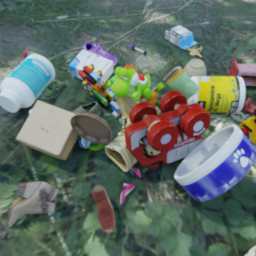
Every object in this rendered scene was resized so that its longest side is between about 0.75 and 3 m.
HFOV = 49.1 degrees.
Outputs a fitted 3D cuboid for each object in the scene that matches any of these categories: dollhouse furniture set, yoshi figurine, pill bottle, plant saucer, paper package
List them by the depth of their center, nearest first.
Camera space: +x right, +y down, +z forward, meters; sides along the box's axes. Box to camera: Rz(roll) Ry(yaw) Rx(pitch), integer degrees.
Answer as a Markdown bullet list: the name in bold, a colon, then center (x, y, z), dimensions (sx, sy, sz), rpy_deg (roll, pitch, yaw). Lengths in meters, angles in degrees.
- **plant saucer**: center (-1.173, -0.009, 9.209), dimensions (1.501, 1.501, 0.259), rpy_deg (14, 55, 12)
- **yoshi figurine**: center (0.109, -1.332, 9.848), dimensions (1.176, 2.093, 1.172), rpy_deg (-16, 64, 29)
- **paper package**: center (-2.745, 0.094, 9.985), dimensions (1.726, 0.893, 1.646), rpy_deg (20, 74, 11)
- **dollhouse furniture set**: center (1.446, -1.152, 10.611), dimensions (1.197, 2.394, 0.924), rpy_deg (48, 54, -1)
- **pill bottle**: center (3.241, -1.357, 11.395), dimensions (2.583, 1.452, 1.452), rpy_deg (1, 48, 6)
- **pill bottle**: center (-4.338, -1.847, 11.869), dimensions (1.451, 1.451, 2.619), rpy_deg (15, 50, 13)
- **dollhouse furniture set**: center (5.372, -1.730, 11.986), dimensions (1.474, 1.114, 2.740), rpy_deg (1, 49, 1)

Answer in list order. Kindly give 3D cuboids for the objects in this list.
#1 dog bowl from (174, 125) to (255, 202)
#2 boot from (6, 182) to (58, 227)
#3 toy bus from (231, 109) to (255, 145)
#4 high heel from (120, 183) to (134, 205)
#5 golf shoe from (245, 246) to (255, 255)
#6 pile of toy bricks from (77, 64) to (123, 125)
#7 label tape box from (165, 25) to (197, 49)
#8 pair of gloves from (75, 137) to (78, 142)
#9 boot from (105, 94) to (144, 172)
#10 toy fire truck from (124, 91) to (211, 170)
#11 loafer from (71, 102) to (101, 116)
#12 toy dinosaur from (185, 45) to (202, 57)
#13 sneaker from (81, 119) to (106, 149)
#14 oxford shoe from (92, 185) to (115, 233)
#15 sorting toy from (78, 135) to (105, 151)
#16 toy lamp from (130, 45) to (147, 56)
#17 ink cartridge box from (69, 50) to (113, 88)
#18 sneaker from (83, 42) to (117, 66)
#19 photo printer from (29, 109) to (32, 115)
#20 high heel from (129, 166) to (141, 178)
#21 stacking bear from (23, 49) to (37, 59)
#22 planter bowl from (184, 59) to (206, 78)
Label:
- **dog bowl**: center (2.620, 1.062, 8.559), dimensions (0.965, 2.451, 2.451), rpy_deg (48, 60, 1)
- **boot**: center (-2.854, 2.380, 8.454), dimensions (1.225, 1.675, 0.588), rpy_deg (17, 16, -16)
- **toy bus**: center (5.261, 0.019, 10.278), dimensions (2.642, 1.365, 2.493), rpy_deg (12, 50, 10)
- **high heel**: center (-0.031, 2.166, 9.124), dimensions (0.378, 0.266, 0.789), rpy_deg (12, 43, 3)
- **golf shoe**: center (3.286, 3.646, 7.513), dimensions (1.580, 0.723, 0.595), rpy_deg (-33, 57, -24)
- **pile of toy bricks**: center (-0.651, -1.678, 11.462), dimensions (1.431, 1.608, 2.899), rpy_deg (-41, 67, -15)
- **label tape box**: center (2.908, -4.938, 15.250), dimensions (1.068, 0.493, 1.490), rpy_deg (-32, 54, -25)
- **pair of gloves**: center (-2.201, -0.002, 10.570), dimensions (0.888, 0.183, 1.044), rpy_deg (15, 85, 16)
- **boot**: center (-0.131, 0.092, 9.845), dimensions (1.911, 0.895, 2.459), rpy_deg (-35, 96, -32)
- **toy fire truck**: center (1.302, 0.321, 9.250), dimensions (2.867, 2.407, 1.607), rpy_deg (-20, 39, -18)
- **loafer**: center (-1.946, -0.628, 11.326), dimensions (1.751, 0.610, 0.659), rpy_deg (-25, 48, -22)
- **toy dinosaur**: center (3.538, -3.946, 14.547), dimensions (0.647, 0.372, 1.279), rpy_deg (-38, 52, -9)
- **sneaker**: center (-1.218, 0.175, 10.149), dimensions (0.666, 0.553, 1.395), rpy_deg (14, 60, 16)
- **oxford shoe**: center (-0.675, 2.470, 8.580), dimensions (0.505, 0.536, 1.434), rpy_deg (-17, 72, 6)
- **sorting toy**: center (-1.520, 0.293, 10.535), dimensions (1.413, 0.580, 0.849), rpy_deg (31, 54, 26)
- **toy lamp**: center (0.524, -4.087, 14.638), dimensions (0.971, 0.283, 0.283), rpy_deg (31, 55, 26)
- **ink cartridge box**: center (-1.689, -2.765, 13.009), dimensions (1.679, 0.721, 1.230), rpy_deg (25, 58, 11)
- **sneaker**: center (-1.458, -3.665, 13.866), dimensions (1.997, 0.883, 0.803), rpy_deg (24, 52, 18)
- **photo printer**: center (-3.672, -0.577, 11.532), dimensions (0.653, 0.273, 0.785), rpy_deg (-31, 55, -23)
- **high heel**: center (0.144, 1.499, 9.742), dimensions (0.375, 0.263, 0.780), rpy_deg (-25, 46, -12)
- **stacking bear**: center (-4.735, -3.560, 14.053), dimensions (0.858, 0.488, 0.521), rpy_deg (21, 47, 4)
- **planter bowl**: center (3.162, -2.741, 13.136), dimensions (1.111, 0.748, 1.111), rpy_deg (0, 49, -1)
